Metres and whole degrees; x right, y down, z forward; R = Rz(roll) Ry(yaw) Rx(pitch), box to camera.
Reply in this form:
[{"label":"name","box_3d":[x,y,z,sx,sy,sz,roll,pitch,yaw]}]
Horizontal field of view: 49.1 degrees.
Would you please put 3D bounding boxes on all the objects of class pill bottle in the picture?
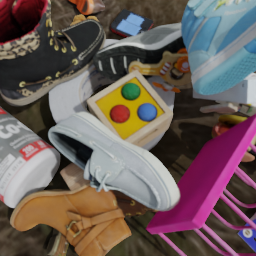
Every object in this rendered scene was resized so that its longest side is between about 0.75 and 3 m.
[{"label":"pill bottle","box_3d":[-2.939,0.392,6.193,2.606,1.484,1.484,35,73,12]}]

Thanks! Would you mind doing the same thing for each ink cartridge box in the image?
[{"label":"ink cartridge box","box_3d":[3.064,-0.904,7.212,1.276,0.536,0.924,25,71,9]},{"label":"ink cartridge box","box_3d":[3.505,1.986,6.202,2.055,0.381,0.973,-41,74,-12]}]

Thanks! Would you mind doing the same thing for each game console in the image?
[{"label":"game console","box_3d":[0.110,-3.029,8.250,1.047,0.163,0.926,27,71,10]}]

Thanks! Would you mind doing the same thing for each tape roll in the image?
[{"label":"tape roll","box_3d":[-0.371,-0.694,6.900,2.946,0.973,2.946,0,70,0]}]

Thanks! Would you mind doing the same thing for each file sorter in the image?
[{"label":"file sorter","box_3d":[1.829,1.267,4.948,1.504,1.667,2.399,43,60,1]}]

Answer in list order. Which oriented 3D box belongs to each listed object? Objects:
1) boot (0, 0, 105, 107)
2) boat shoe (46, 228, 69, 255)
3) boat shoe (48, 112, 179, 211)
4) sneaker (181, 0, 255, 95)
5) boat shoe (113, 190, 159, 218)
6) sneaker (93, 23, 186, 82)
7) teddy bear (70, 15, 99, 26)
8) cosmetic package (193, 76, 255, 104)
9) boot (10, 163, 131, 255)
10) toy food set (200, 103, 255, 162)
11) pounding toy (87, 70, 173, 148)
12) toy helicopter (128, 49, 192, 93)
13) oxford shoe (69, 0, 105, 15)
[{"label":"boot","box_3d":[-1.566,-1.767,5.603,2.806,2.112,1.027,-38,79,-16]},{"label":"boat shoe","box_3d":[-1.390,2.243,6.106,0.378,0.400,1.111,35,55,-25]},{"label":"boat shoe","box_3d":[-0.392,0.651,4.811,2.643,0.922,0.941,34,45,29]},{"label":"sneaker","box_3d":[1.795,-1.854,4.284,1.050,2.641,1.724,3,62,-40]},{"label":"boat shoe","box_3d":[0.122,1.470,6.151,2.670,0.961,0.902,17,93,9]},{"label":"sneaker","box_3d":[0.470,-1.755,6.416,2.591,0.958,1.027,-14,42,-2]},{"label":"teddy bear","box_3d":[-1.405,-2.631,7.908,1.125,0.518,1.552,30,71,13]},{"label":"cosmetic package","box_3d":[2.413,-0.827,5.807,1.389,1.842,0.476,-4,100,-16]},{"label":"boot","box_3d":[-1.210,1.944,5.586,2.340,0.862,1.811,-40,73,16]},{"label":"toy food set","box_3d":[2.609,0.393,6.038,2.561,1.507,0.836,25,87,-16]},{"label":"pounding toy","box_3d":[0.036,0.149,5.563,1.755,0.914,1.998,-33,72,-12]},{"label":"toy helicopter","box_3d":[0.701,-1.172,5.993,1.403,0.928,0.553,3,36,5]},{"label":"oxford shoe","box_3d":[-1.398,-4.106,8.517,0.700,0.685,1.921,-17,64,-36]}]
